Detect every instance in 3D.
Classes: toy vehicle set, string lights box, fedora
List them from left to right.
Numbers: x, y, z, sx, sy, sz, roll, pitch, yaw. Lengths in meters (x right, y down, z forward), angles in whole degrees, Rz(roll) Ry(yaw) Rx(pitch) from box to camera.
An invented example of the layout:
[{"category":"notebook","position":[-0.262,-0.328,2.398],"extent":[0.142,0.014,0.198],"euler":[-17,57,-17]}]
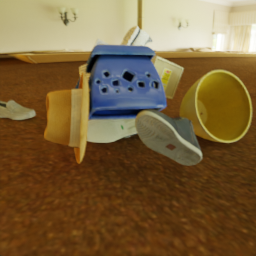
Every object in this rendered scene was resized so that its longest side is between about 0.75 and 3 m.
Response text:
[{"category":"fedora","position":[-1.583,-0.255,7.098],"extent":[1.012,2.482,2.482],"euler":[3,18,-13]},{"category":"string lights box","position":[-1.524,-2.194,11.972],"extent":[0.876,2.970,1.526],"euler":[25,10,-9]},{"category":"toy vehicle set","position":[1.156,-1.651,9.401],"extent":[0.250,1.174,1.889],"euler":[27,14,33]}]

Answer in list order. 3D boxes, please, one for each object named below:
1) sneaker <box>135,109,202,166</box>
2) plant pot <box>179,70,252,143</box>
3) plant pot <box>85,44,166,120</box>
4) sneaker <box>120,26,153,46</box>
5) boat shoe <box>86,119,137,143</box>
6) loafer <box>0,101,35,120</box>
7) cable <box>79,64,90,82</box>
[{"category":"sneaker","position":[0.927,0.007,6.775],"extent":[0.787,2.104,1.118],"euler":[-32,37,29]},{"category":"plant pot","position":[2.701,-0.602,9.523],"extent":[2.318,2.318,1.645],"euler":[-10,-2,-26]},{"category":"plant pot","position":[-0.224,-1.201,7.648],"extent":[1.941,1.745,1.941],"euler":[-3,-7,-14]},{"category":"sneaker","position":[-0.027,-3.085,12.501],"extent":[1.113,2.766,1.057],"euler":[28,17,-31]},{"category":"boat shoe","position":[-0.507,0.055,9.534],"extent":[2.385,0.856,0.806],"euler":[-10,-6,-14]},{"category":"loafer","position":[-4.840,-0.772,11.707],"extent":[2.058,0.718,0.719],"euler":[6,20,16]},{"category":"cable","position":[-0.658,-2.014,9.607],"extent":[2.094,0.725,2.094],"euler":[-20,14,-13]}]
